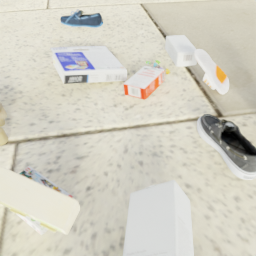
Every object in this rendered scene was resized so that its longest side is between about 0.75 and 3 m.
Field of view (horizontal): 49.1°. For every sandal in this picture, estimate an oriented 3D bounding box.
[{"bbox_3d":[2.843,-1.941,9.816,0.693,0.518,1.808,-37,91,-27],"label":"sandal"}]

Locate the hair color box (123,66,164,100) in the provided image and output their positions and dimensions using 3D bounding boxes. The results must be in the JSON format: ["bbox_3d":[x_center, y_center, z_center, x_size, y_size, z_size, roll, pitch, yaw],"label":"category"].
[{"bbox_3d":[0.590,-1.601,9.786,0.825,0.476,1.488,18,45,28],"label":"hair color box"}]

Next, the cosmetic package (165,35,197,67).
[{"bbox_3d":[2.173,-3.220,11.599,0.864,0.629,1.699,-5,39,-7],"label":"cosmetic package"}]

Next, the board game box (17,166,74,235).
[{"bbox_3d":[-2.096,1.570,6.298,1.540,0.267,0.972,25,48,27],"label":"board game box"}]

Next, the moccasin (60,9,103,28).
[{"bbox_3d":[-2.376,-5.660,14.305,2.195,0.749,0.883,3,41,4],"label":"moccasin"}]

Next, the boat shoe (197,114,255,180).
[{"bbox_3d":[2.604,0.226,7.366,0.872,0.826,2.495,-5,37,-10],"label":"boat shoe"}]

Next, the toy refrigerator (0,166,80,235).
[{"bbox_3d":[-1.924,1.412,5.452,1.845,0.700,0.645,22,63,6],"label":"toy refrigerator"}]

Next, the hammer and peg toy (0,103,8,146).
[{"bbox_3d":[-4.498,-0.312,8.039,1.763,0.845,2.396,-23,46,-25],"label":"hammer and peg toy"}]

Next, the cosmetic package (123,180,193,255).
[{"bbox_3d":[0.548,2.091,5.016,1.081,0.787,2.126,-22,33,26],"label":"cosmetic package"}]

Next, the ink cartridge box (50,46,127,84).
[{"bbox_3d":[-1.540,-2.408,10.499,2.317,0.551,2.345,-8,36,-22],"label":"ink cartridge box"}]

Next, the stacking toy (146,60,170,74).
[{"bbox_3d":[1.123,-2.298,10.637,0.612,0.191,0.812,-16,54,-42],"label":"stacking toy"}]
